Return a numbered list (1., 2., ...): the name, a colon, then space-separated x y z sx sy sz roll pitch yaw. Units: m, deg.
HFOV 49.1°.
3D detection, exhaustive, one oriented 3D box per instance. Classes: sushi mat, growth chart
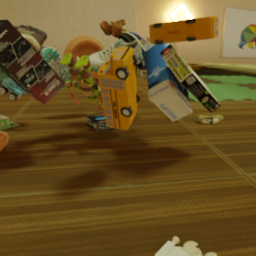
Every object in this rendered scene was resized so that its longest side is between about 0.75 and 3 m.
1. sushi mat: -1.556 -2.013 11.635 0.124 2.053 0.982 -32 27 6
2. growth chart: 1.277 2.714 4.816 1.596 0.196 2.205 -15 23 -40

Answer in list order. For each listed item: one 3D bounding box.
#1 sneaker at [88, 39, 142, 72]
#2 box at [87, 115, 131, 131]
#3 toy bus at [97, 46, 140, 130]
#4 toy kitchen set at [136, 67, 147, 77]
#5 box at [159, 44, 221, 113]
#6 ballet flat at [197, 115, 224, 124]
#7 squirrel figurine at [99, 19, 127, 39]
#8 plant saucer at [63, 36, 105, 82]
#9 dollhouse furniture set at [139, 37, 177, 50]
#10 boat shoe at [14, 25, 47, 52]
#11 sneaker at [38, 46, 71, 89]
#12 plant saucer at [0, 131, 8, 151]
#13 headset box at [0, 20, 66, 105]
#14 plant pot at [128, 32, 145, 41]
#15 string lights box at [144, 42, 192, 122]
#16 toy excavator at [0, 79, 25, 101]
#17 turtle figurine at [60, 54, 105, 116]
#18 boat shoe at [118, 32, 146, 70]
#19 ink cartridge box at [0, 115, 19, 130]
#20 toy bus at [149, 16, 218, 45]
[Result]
1. sneaker: -0.526 -2.722 10.096 2.219 0.961 0.832 -18 60 -15
2. box: -0.945 -0.325 13.775 1.815 0.417 1.443 -8 20 -23
3. toy bus: -0.226 -1.012 7.522 0.893 2.281 0.742 11 46 18
4. toy kitchen set: 0.848 -3.204 15.569 0.702 0.634 0.778 -10 6 -13
5. box: 2.108 -1.537 9.215 2.592 0.450 1.427 28 29 -50
6. ballet flat: 4.160 -0.397 14.123 1.303 0.460 0.460 3 18 7
7. squirrel figurine: -0.665 -4.388 12.480 1.210 0.856 1.129 1 18 10
8. plant saucer: -2.097 -3.505 14.403 2.392 2.392 0.448 -9 12 -27
9. dollhouse furniture set: 0.976 -3.405 12.266 1.968 0.871 1.020 1 42 42
10. boat shoe: -3.439 -3.121 9.575 0.734 0.814 2.264 -43 42 -17
11. sneaker: -2.920 -2.360 10.605 1.042 2.285 0.886 27 71 20
12. plant saucer: -5.889 0.705 10.512 2.649 0.496 2.649 0 19 0
13. headset box: -3.394 -1.995 8.932 1.058 2.739 2.038 -48 38 -12
14. plant pot: 0.276 -4.510 14.834 0.960 0.863 0.960 21 11 -47
15. string lights box: 1.373 -1.794 9.991 0.842 1.467 2.855 -27 46 28
16. toy excavator: -4.834 -1.985 12.636 1.579 1.624 0.811 33 30 -1
17. turtle figurine: -1.418 -1.568 10.138 2.762 2.227 0.889 28 63 34
18. boat shoe: 0.190 -3.224 11.629 0.698 0.741 2.063 -28 70 -26
19. ink cartridge box: -6.266 -0.236 13.303 0.961 0.549 1.851 13 22 34
20. toy bus: 1.571 -2.821 8.127 1.883 0.613 0.737 5 24 33
